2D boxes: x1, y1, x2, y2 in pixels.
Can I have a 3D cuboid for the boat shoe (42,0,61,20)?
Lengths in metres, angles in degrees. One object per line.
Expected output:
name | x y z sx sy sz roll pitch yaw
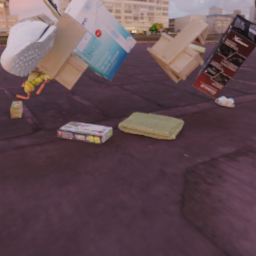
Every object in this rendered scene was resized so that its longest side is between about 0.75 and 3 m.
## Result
boat shoe | -2.923 -4.747 11.085 0.357 1.055 0.379 -48 29 -21

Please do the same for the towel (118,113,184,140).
towel | 0.882 -0.086 10.549 2.197 0.401 1.630 11 24 23

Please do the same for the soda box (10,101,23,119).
soda box | -4.931 -0.815 12.396 0.401 0.425 1.254 -6 22 -15

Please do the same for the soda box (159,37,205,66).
soda box | 2.197 -3.241 11.688 1.894 0.606 0.641 20 35 9

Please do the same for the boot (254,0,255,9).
boot | 4.158 -2.924 8.360 0.747 1.928 1.334 5 62 49

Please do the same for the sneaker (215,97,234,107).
sneaker | 4.656 -1.208 13.542 0.512 0.443 1.181 -12 15 -13

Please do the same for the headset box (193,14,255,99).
headset box | 3.449 -2.457 10.107 1.010 2.615 1.946 32 44 2

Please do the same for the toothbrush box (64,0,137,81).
toothbrush box | -1.353 -3.602 11.298 2.852 2.088 1.216 35 -2 -42

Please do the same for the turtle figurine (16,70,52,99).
turtle figurine | -3.199 -1.782 9.868 2.028 0.653 1.636 -14 37 45

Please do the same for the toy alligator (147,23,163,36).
toy alligator | 1.221 -4.708 13.212 0.510 0.370 1.539 -14 19 36

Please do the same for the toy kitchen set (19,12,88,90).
toy kitchen set | -2.052 -2.815 8.839 2.208 1.801 1.992 37 23 -15

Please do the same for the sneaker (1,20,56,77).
sneaker | -2.565 -2.016 6.832 0.909 0.862 2.257 24 36 -6

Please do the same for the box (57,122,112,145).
box | -1.544 0.162 10.023 1.718 0.298 0.946 8 22 20

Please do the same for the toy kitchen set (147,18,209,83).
toy kitchen set | 1.947 -2.155 8.621 1.699 1.536 1.883 38 11 -42
